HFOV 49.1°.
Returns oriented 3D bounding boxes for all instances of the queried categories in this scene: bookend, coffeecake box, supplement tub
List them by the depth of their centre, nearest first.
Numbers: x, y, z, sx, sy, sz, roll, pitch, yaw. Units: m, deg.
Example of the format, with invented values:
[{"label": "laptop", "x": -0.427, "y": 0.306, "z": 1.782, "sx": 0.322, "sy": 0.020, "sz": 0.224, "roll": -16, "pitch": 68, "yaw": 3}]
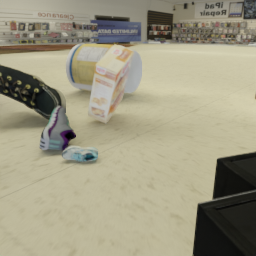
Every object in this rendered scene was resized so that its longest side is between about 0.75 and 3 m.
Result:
[{"label": "bookend", "x": 1.757, "y": 1.130, "z": 3.811, "sx": 2.359, "sy": 1.094, "sz": 2.374, "roll": -6, "pitch": 21, "yaw": -17}, {"label": "coffeecake box", "x": -0.547, "y": -1.359, "z": 8.686, "sx": 0.696, "sy": 1.904, "sz": 1.462, "roll": 23, "pitch": 43, "yaw": 6}, {"label": "supplement tub", "x": -1.053, "y": -2.599, "z": 12.390, "sx": 2.890, "sy": 2.090, "sz": 2.090, "roll": 12, "pitch": 24, "yaw": 28}]

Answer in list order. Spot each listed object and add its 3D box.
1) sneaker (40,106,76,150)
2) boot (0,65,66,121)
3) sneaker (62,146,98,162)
[{"label": "sneaker", "x": -1.745, "y": 0.053, "z": 7.468, "sx": 0.782, "sy": 0.665, "sz": 1.787, "roll": 13, "pitch": 33, "yaw": -6}, {"label": "boot", "x": -3.414, "y": -1.161, "z": 8.670, "sx": 2.162, "sy": 1.033, "sz": 2.862, "roll": 14, "pitch": 17, "yaw": -48}, {"label": "sneaker", "x": -1.081, "y": 0.607, "z": 6.348, "sx": 0.825, "sy": 0.320, "sz": 0.356, "roll": -4, "pitch": 24, "yaw": -9}]
